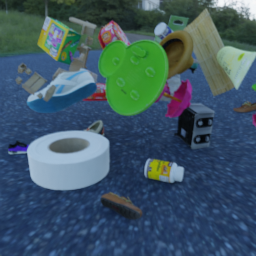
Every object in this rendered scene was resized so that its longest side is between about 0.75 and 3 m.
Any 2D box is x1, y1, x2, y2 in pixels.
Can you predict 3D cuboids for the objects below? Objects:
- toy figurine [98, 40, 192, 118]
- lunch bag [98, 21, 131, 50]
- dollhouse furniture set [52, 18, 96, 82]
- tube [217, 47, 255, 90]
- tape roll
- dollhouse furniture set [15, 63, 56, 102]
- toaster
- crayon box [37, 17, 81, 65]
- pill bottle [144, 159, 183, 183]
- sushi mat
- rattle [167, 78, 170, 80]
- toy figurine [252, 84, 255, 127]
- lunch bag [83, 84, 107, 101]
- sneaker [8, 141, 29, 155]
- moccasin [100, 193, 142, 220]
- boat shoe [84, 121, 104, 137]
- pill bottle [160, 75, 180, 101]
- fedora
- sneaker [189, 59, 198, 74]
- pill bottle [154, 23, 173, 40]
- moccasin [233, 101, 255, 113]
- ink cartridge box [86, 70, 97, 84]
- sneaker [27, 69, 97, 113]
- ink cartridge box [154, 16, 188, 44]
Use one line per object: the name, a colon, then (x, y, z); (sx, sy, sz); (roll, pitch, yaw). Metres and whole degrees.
toy figurine: (0.682, -1.147, 7.701); (2.314, 1.888, 2.514); (18, 21, -48)
lunch bag: (-0.314, -3.619, 12.759); (0.986, 2.407, 2.120); (-28, 31, 19)
dollhouse furniture set: (-2.144, -2.677, 10.661); (1.145, 2.585, 1.340); (18, 37, -5)
tube: (3.144, -1.921, 8.214); (0.682, 0.762, 2.625); (-17, 20, 14)
tape roll: (-1.786, 0.904, 8.654); (2.457, 0.859, 2.457); (0, 20, 0)
dollhouse furniture set: (-2.575, -1.149, 7.544); (1.079, 0.478, 0.559); (37, 58, -7)
toaster: (2.503, -0.116, 10.658); (0.934, 1.423, 1.573); (-3, 21, -15)
crayon box: (-2.336, -2.914, 9.323); (0.509, 1.039, 1.749); (8, 25, -45)
pill bottle: (1.042, 1.254, 8.101); (1.050, 0.574, 0.574); (8, 22, 21)
sushi mat: (3.072, -2.703, 10.391); (0.179, 2.957, 1.415); (-24, -1, -30)
rattle: (0.694, -1.766, 10.636); (1.185, 1.821, 1.301); (48, 59, 6)
toy figurine: (4.063, -0.441, 7.874); (1.063, 1.303, 1.415); (-10, 27, -21)
lunch bag: (-1.168, -1.481, 11.784); (1.525, 0.625, 1.343); (0, 17, 2)
sneaker: (-3.787, 0.663, 9.901); (0.878, 0.437, 0.305); (-8, 21, -18)
moccasin: (-0.130, 1.859, 6.783); (1.179, 0.431, 0.455); (6, 28, 43)
boat shoe: (-1.483, 0.267, 10.777); (0.659, 0.580, 1.853); (11, 24, 22)
pill bottle: (1.518, -2.028, 11.028); (1.005, 1.773, 1.005); (-4, -15, -1)
fedora: (1.547, -2.273, 9.169); (0.748, 1.835, 1.835); (20, 6, -36)
sneaker: (2.230, -2.853, 12.450); (1.704, 0.681, 0.608); (18, 17, 23)
pill bottle: (1.417, -3.426, 10.347); (0.863, 0.499, 0.499); (27, -1, -41)
moccasin: (3.318, -0.594, 7.668); (0.841, 0.325, 0.308); (-10, 10, 13)
ink cartridge box: (-2.093, -2.368, 13.631); (0.731, 0.744, 1.011); (10, 0, 22)
sneaker: (-2.266, -1.244, 9.434); (2.314, 0.885, 0.935); (-22, 61, -13)
ink cartridge box: (1.857, -4.113, 12.888); (1.094, 2.107, 0.625); (-5, 37, -33)
